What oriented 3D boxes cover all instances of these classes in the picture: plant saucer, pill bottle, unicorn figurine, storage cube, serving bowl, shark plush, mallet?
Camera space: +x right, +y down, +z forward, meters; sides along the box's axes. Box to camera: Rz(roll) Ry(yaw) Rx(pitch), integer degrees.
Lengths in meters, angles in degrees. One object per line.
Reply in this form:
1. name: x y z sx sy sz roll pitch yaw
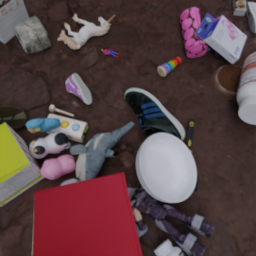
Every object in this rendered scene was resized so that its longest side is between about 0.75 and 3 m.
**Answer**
1. plant saucer: 4.086 -1.859 10.941 1.629 0.280 1.629 0 68 0
2. pill bottle: 4.535 -1.367 9.650 1.392 1.392 2.482 20 58 8
3. pill bottle: 1.408 4.018 8.143 0.786 0.786 1.403 -35 72 -14
4. unicorn figurine: -1.780 -4.093 11.693 1.512 0.813 2.201 36 86 4
5. storage cube: -0.985 2.974 7.468 2.445 2.325 2.720 -12 48 -5
6. serving bowl: 1.065 1.259 8.555 2.124 0.699 2.124 14 61 -27
7. shark plush: -0.735 0.812 9.370 2.623 1.192 1.092 -34 43 -31
8. mallet: 2.206 0.912 9.648 0.869 0.543 2.638 14 64 13

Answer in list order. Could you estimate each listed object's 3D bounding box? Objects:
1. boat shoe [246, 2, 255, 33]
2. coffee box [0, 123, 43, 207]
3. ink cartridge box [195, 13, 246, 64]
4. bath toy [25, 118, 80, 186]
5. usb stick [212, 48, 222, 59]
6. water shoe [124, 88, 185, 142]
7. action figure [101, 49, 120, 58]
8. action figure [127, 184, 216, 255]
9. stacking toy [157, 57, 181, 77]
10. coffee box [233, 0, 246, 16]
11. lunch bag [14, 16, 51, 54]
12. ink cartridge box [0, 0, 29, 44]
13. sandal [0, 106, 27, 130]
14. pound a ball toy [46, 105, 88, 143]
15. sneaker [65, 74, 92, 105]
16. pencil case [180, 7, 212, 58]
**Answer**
1. boat shoe: 5.480 -4.753 12.035 0.541 0.592 1.645 -3 59 4
2. coffee box: -3.954 1.194 8.862 1.688 1.669 1.685 -34 71 -13
3. ink cartridge box: 3.719 -3.668 11.050 1.909 0.413 1.874 38 52 -7
4. bath toy: -2.314 1.108 8.947 1.279 1.087 2.942 -26 81 3
5. usb stick: 3.649 -3.331 11.614 0.306 0.180 1.102 -3 67 -2
6. water shoe: 0.749 -0.351 9.797 2.719 0.972 1.073 41 56 15
7. action figure: -0.732 -3.099 11.521 0.785 0.203 0.257 16 70 10
8. action figure: 1.035 2.693 8.543 2.986 1.036 1.943 31 68 13
9. stacking toy: 1.679 -2.486 11.138 1.066 0.455 0.455 -38 72 -19
10. coffee box: 4.931 -5.410 12.416 0.480 0.339 0.849 6 67 2
11. lunch bag: -3.916 -3.733 11.379 1.108 0.920 1.320 -27 69 -13
12. ink cartridge box: -4.815 -4.487 11.145 0.486 1.939 1.572 38 72 11
13. sandal: -5.072 -0.391 9.929 2.765 0.755 1.130 2 75 -23
14. pound a ball toy: -2.259 -0.228 10.014 1.620 0.688 1.057 15 68 6
15. sneaker: -1.916 -1.369 10.690 1.264 0.721 0.458 61 35 -2
16. pencil case: 2.695 -3.937 11.436 0.959 0.990 2.113 -5 66 -3
